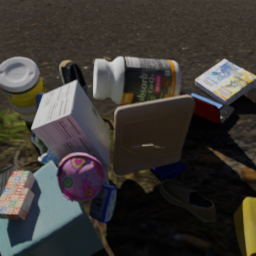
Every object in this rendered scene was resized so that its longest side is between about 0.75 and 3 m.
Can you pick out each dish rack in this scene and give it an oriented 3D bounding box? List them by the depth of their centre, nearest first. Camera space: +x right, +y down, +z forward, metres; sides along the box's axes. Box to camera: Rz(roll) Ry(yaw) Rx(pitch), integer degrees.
[{"bbox_3d":[-4.635,2.251,8.600,2.759,0.753,2.116,-28,43,7],"label":"dish rack"}]

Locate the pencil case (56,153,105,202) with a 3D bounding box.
[{"bbox_3d":[-1.165,1.168,6.929,1.103,2.523,1.103,1,85,-8],"label":"pencil case"}]

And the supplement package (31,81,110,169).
[{"bbox_3d":[-1.637,0.076,8.744,1.277,2.303,1.794,-20,38,13],"label":"supplement package"}]

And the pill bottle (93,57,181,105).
[{"bbox_3d":[0.263,-1.673,10.170,2.954,1.719,1.719,1,40,-11],"label":"pill bottle"}]

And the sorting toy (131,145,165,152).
[{"bbox_3d":[0.589,0.575,8.170,0.732,0.791,0.144,-8,76,30],"label":"sorting toy"}]

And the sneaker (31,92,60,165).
[{"bbox_3d":[-3.005,-0.019,10.434,1.133,1.113,2.941,-5,69,-45],"label":"sneaker"}]

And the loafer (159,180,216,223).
[{"bbox_3d":[1.975,2.243,9.262,2.087,0.727,0.785,25,46,27],"label":"loafer"}]

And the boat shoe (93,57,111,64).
[{"bbox_3d":[-1.559,-4.112,17.045,1.134,0.355,0.416,-17,43,-19],"label":"boat shoe"}]

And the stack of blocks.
[{"bbox_3d":[-2.802,1.705,7.162,0.696,0.354,1.209,-2,48,14],"label":"stack of blocks"}]

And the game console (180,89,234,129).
[{"bbox_3d":[3.198,-1.345,12.740,2.884,1.712,2.486,29,49,29],"label":"game console"}]

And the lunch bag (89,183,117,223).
[{"bbox_3d":[-0.706,2.171,8.221,0.744,1.168,0.993,13,84,-11],"label":"lunch bag"}]

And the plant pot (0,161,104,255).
[{"bbox_3d":[-2.318,2.732,7.741,2.218,2.172,2.178,-31,48,-18],"label":"plant pot"}]

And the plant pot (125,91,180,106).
[{"bbox_3d":[1.013,-0.993,11.742,2.267,2.006,2.267,-3,64,6],"label":"plant pot"}]

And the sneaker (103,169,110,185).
[{"bbox_3d":[-1.063,1.880,9.755,0.733,0.507,1.214,0,38,-14],"label":"sneaker"}]

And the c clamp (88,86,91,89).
[{"bbox_3d":[-2.093,-1.675,12.780,0.987,0.134,0.844,-32,7,4],"label":"c clamp"}]

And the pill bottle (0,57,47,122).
[{"bbox_3d":[-4.269,-1.469,11.780,1.593,2.788,1.593,1,63,-3],"label":"pill bottle"}]

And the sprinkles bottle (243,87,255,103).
[{"bbox_3d":[6.017,-2.016,14.368,0.623,0.623,1.825,-16,43,-18],"label":"sprinkles bottle"}]

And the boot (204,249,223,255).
[{"bbox_3d":[2.754,4.190,6.839,1.919,0.872,2.284,8,35,16],"label":"boot"}]

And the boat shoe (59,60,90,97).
[{"bbox_3d":[-1.800,-1.328,9.992,0.814,2.183,0.679,-31,27,-35],"label":"boat shoe"}]

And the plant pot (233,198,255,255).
[{"bbox_3d":[3.914,3.024,7.829,1.573,1.573,1.387,9,55,11],"label":"plant pot"}]

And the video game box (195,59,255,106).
[{"bbox_3d":[4.971,-2.363,14.339,2.096,0.539,2.301,-37,47,-6],"label":"video game box"}]

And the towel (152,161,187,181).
[{"bbox_3d":[1.271,1.310,10.679,1.190,0.399,1.612,-18,43,-30],"label":"towel"}]

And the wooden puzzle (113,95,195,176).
[{"bbox_3d":[0.742,0.271,9.252,2.603,2.814,0.524,-11,42,-16],"label":"wooden puzzle"}]
